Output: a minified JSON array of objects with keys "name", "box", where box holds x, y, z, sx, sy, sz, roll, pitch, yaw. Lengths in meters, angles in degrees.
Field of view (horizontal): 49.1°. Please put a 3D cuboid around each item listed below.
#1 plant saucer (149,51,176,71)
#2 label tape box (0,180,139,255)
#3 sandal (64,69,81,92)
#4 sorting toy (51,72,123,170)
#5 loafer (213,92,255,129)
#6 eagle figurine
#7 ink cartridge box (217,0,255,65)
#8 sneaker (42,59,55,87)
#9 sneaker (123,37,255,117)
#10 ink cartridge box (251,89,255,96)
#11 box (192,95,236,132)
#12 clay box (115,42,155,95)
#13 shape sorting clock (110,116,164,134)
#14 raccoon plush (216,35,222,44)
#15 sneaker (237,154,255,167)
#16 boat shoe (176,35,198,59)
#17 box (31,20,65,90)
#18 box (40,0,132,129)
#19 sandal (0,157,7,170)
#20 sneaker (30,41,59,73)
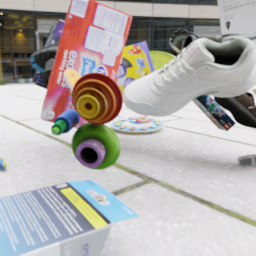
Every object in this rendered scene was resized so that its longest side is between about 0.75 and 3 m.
[{"name":"plant saucer","box":[0.659,-2.172,10.403,2.952,0.459,2.952,-7,37,6]},{"name":"label tape box","box":[-1.433,1.784,4.754,2.684,0.887,1.923,-6,15,-33]},{"name":"sandal","box":[-0.897,-0.768,5.707,0.490,1.278,0.366,-28,-13,-37]},{"name":"sorting toy","box":[-0.679,0.014,4.539,1.081,1.799,0.739,9,22,9]},{"name":"loafer","box":[3.491,-0.642,8.244,2.358,0.841,0.861,32,-5,-36]},{"name":"eagle figurine","box":[2.585,-2.573,11.500,2.027,2.686,2.038,-11,7,-43]},{"name":"ink cartridge box","box":[2.909,-2.055,6.274,1.439,1.971,0.831,-7,8,29]},{"name":"sneaker","box":[-1.513,-1.691,9.057,2.440,0.927,1.107,13,41,-27]},{"name":"sneaker","box":[1.163,-1.154,5.645,2.852,1.111,1.417,-18,-31,7]},{"name":"ink cartridge box","box":[5.366,-1.066,8.223,1.009,1.755,2.996,-48,12,-10]},{"name":"box","box":[2.513,-0.793,9.155,0.390,2.068,1.412,-43,-3,7]},{"name":"clay box","box":[-0.366,-1.544,8.052,2.168,1.245,0.516,-18,3,-6]},{"name":"shape sorting clock","box":[0.472,-0.211,14.257,2.750,0.540,2.750,0,13,0]},{"name":"raccoon plush","box":[3.642,-3.273,10.830,0.410,0.846,0.567,-18,27,17]},{"name":"sneaker","box":[4.182,0.995,9.100,1.253,0.468,0.514,1,13,5]},{"name":"boat shoe","box":[1.362,-1.680,8.245,0.718,2.288,0.831,26,12,-49]},{"name":"box","box":[-2.325,-2.463,10.611,1.798,2.430,1.268,19,-3,-28]},{"name":"box","box":[-1.088,-1.433,6.919,1.465,2.938,1.403,14,-1,-16]},{"name":"sandal","box":[-4.182,1.125,8.795,1.058,0.421,0.461,1,16,42]},{"name":"sneaker","box":[-1.989,-2.613,9.577,2.669,0.977,1.093,-16,46,-7]}]
